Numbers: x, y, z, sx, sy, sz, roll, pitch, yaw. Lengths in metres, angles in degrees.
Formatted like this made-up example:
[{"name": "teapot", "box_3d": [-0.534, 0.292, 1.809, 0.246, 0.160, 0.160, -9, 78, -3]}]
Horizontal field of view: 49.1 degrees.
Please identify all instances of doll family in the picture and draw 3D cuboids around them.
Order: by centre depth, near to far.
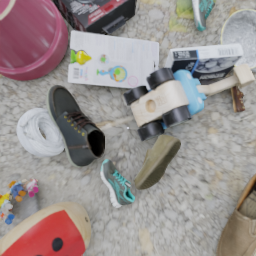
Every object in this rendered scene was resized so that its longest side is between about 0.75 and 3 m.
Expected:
[{"name": "doll family", "box_3d": [-3.062, 1.781, 7.434, 1.395, 0.866, 0.629, -50, 120, -17]}]

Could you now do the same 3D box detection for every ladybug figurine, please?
[{"name": "ladybug figurine", "box_3d": [-1.945, 2.884, 6.360, 1.019, 1.923, 2.833, 27, 46, 37]}]

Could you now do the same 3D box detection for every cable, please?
[{"name": "cable", "box_3d": [-2.327, 0.146, 7.660, 0.491, 1.418, 1.418, -28, 28, 24]}]

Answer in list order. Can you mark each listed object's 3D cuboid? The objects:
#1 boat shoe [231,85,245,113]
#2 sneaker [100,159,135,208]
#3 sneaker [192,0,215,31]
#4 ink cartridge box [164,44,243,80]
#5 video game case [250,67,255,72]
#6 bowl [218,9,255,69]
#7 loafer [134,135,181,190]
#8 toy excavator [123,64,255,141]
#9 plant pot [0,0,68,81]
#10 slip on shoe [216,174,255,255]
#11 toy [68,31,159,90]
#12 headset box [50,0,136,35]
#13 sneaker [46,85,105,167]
[{"name": "boat shoe", "box_3d": [3.334, -0.936, 8.475, 0.338, 0.338, 0.961, -12, 75, 31]}, {"name": "sneaker", "box_3d": [-0.225, 1.419, 7.278, 0.641, 0.545, 1.405, -10, 112, 31]}, {"name": "sneaker", "box_3d": [2.509, -3.939, 9.236, 0.707, 0.602, 1.551, -6, 74, 13]}, {"name": "ink cartridge box", "box_3d": [1.960, -1.671, 7.935, 1.849, 1.867, 0.405, -6, 76, -3]}, {"name": "video game case", "box_3d": [4.382, -2.313, 9.066, 0.841, 0.106, 1.175, 10, 74, 3]}, {"name": "bowl", "box_3d": [3.428, -2.656, 8.622, 1.721, 0.808, 1.721, -2, 98, -12]}, {"name": "loafer", "box_3d": [0.702, 0.882, 7.334, 1.685, 0.640, 0.568, -52, 49, 4]}, {"name": "toy excavator", "box_3d": [1.766, -0.944, 7.919, 2.902, 2.822, 1.450, -14, 78, -48]}, {"name": "plant pot", "box_3d": [-3.375, -2.999, 7.841, 2.754, 2.465, 2.754, -1, 80, 5]}, {"name": "slip on shoe", "box_3d": [2.921, 2.338, 6.936, 0.817, 1.025, 2.696, 35, 88, -33]}, {"name": "toy", "box_3d": [-0.435, -1.967, 8.593, 2.700, 0.637, 1.554, 4, 84, -15]}, {"name": "headset box", "box_3d": [-1.175, -4.180, 9.142, 2.003, 1.040, 2.692, -38, 78, -11]}, {"name": "sneaker", "box_3d": [-1.334, -0.200, 7.522, 0.901, 1.280, 2.409, -21, 87, -39]}]
